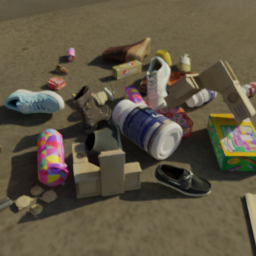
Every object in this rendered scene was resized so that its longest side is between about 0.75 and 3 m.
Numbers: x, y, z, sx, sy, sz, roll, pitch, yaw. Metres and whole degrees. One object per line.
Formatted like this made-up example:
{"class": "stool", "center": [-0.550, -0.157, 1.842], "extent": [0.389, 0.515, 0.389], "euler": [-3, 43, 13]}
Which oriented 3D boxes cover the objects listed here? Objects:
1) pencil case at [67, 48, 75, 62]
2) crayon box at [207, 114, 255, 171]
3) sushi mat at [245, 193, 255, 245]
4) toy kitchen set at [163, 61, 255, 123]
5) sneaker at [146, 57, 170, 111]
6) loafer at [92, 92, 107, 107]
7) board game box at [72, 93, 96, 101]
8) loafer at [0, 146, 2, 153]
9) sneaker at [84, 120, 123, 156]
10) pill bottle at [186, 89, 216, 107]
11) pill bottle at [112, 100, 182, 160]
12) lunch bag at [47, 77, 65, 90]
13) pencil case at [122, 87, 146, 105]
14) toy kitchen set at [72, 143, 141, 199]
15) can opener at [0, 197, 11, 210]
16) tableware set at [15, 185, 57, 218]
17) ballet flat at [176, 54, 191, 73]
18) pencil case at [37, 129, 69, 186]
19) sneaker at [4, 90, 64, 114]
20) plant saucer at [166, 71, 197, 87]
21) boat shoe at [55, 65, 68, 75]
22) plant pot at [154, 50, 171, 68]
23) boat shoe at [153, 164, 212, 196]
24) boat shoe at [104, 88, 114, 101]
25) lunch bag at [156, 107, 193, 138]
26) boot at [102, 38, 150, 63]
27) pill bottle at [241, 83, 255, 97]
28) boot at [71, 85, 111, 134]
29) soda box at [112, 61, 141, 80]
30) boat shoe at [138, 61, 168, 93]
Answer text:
{"class": "pencil case", "center": [-3.347, -4.297, 16.411], "extent": [0.491, 0.491, 1.110], "euler": [-6, 36, -8]}
{"class": "crayon box", "center": [3.823, 0.451, 10.052], "extent": [1.445, 0.709, 2.433], "euler": [1, 38, 1]}
{"class": "sushi mat", "center": [3.924, 2.783, 7.503], "extent": [1.169, 0.148, 2.444], "euler": [5, 38, 8]}
{"class": "toy kitchen set", "center": [2.739, -0.830, 10.181], "extent": [2.069, 2.536, 2.288], "euler": [-18, 78, -57]}
{"class": "sneaker", "center": [1.170, -1.860, 12.171], "extent": [0.976, 1.030, 2.551], "euler": [-7, 63, 30]}
{"class": "loafer", "center": [-1.187, -1.310, 12.122], "extent": [0.493, 0.546, 1.443], "euler": [-27, 16, 6]}
{"class": "board game box", "center": [-1.923, -1.373, 12.775], "extent": [0.934, 0.288, 0.935], "euler": [-26, 44, -31]}
{"class": "loafer", "center": [-4.808, 0.819, 8.901], "extent": [0.686, 0.773, 2.033], "euler": [24, 5, 6]}
{"class": "sneaker", "center": [-0.947, 0.220, 9.756], "extent": [1.193, 0.840, 2.245], "euler": [33, 19, -34]}
{"class": "pill bottle", "center": [3.201, -1.394, 12.418], "extent": [1.354, 0.752, 0.752], "euler": [-24, 44, -28]}
{"class": "pill bottle", "center": [0.578, -0.049, 10.124], "extent": [1.384, 1.384, 2.492], "euler": [-28, 46, -32]}
{"class": "lunch bag", "center": [-3.574, -2.157, 13.788], "extent": [0.817, 0.335, 0.720], "euler": [24, 48, 29]}
{"class": "pencil case", "center": [0.306, -1.083, 11.931], "extent": [0.781, 0.781, 1.766], "euler": [-10, 37, -13]}
{"class": "toy kitchen set", "center": [-0.732, 0.907, 8.729], "extent": [1.957, 1.597, 1.766], "euler": [-6, 36, -11]}
{"class": "can opener", "center": [-3.857, 2.391, 7.947], "extent": [0.292, 0.367, 1.096], "euler": [25, 31, 31]}
{"class": "tableware set", "center": [-2.733, 2.141, 8.351], "extent": [0.905, 0.126, 1.084], "euler": [23, 42, 23]}
{"class": "ballet flat", "center": [3.003, -3.514, 14.906], "extent": [0.743, 0.743, 2.102], "euler": [8, 27, 10]}
{"class": "pencil case", "center": [-2.505, 0.946, 9.263], "extent": [0.946, 0.946, 2.141], "euler": [-11, 39, -14]}
{"class": "sneaker", "center": [-3.972, -0.923, 11.678], "extent": [2.707, 1.001, 1.109], "euler": [6, 35, 25]}
{"class": "plant saucer", "center": [2.837, -2.229, 13.857], "extent": [2.028, 0.327, 2.028], "euler": [-1, 37, 0]}
{"class": "boat shoe", "center": [-3.580, -3.114, 14.998], "extent": [0.922, 0.331, 0.349], "euler": [22, 43, 26]}
{"class": "plant pot", "center": [1.867, -3.826, 15.544], "extent": [1.123, 0.797, 1.123], "euler": [-1, 37, 0]}
{"class": "boat shoe", "center": [1.703, 1.573, 8.541], "extent": [1.836, 0.621, 0.659], "euler": [18, 47, 1]}
{"class": "boat shoe", "center": [-0.824, -1.613, 13.026], "extent": [0.329, 0.366, 1.034], "euler": [-16, 39, -17]}
{"class": "lunch bag", "center": [1.684, -0.203, 10.973], "extent": [1.344, 0.625, 1.526], "euler": [-10, 39, -12]}
{"class": "boot", "center": [-0.032, -4.681, 16.472], "extent": [2.369, 1.030, 2.847], "euler": [10, 37, 16]}
{"class": "pill bottle", "center": [5.519, -1.721, 12.997], "extent": [0.996, 0.568, 0.568], "euler": [-19, 41, -23]}
{"class": "boot", "center": [-1.387, -0.897, 10.937], "extent": [0.673, 1.693, 1.944], "euler": [3, 36, 25]}
{"class": "soda box", "center": [-0.053, -3.062, 14.766], "extent": [1.558, 0.528, 0.499], "euler": [-22, 43, -25]}
{"class": "boat shoe", "center": [1.253, -2.572, 13.794], "extent": [0.987, 0.936, 2.607], "euler": [16, 41, 20]}
